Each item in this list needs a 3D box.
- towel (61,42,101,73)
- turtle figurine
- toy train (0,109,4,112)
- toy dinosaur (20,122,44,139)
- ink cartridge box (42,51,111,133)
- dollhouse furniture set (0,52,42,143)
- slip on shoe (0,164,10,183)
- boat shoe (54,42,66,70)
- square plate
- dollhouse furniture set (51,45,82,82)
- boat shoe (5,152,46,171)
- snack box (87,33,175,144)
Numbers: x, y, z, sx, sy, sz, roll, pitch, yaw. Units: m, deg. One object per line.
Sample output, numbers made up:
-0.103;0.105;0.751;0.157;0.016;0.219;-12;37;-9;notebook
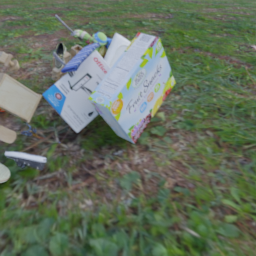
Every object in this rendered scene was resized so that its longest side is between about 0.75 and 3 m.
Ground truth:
-1.485;-2.173;8.735;0.927;0.153;1.280;5;51;50;towel
-2.089;-2.807;11.078;2.782;2.697;2.002;-17;64;-30;turtle figurine
-5.523;-1.049;11.455;2.187;0.608;1.643;-17;35;-29;toy train
-3.384;0.213;9.539;0.454;0.864;0.784;-45;11;-28;toy dinosaur
-1.482;-1.236;9.640;2.343;1.710;0.988;-43;13;-9;ink cartridge box
-4.383;-0.992;8.802;2.950;1.441;2.516;14;75;33;dollhouse furniture set
-4.458;1.412;7.456;2.424;0.742;0.898;-6;42;-34;slip on shoe
-2.731;-2.868;11.141;0.397;0.332;1.112;3;71;5;boat shoe
-0.007;-2.210;10.812;2.093;2.074;0.298;23;2;-28;square plate
-2.218;-2.347;13.384;2.759;1.347;2.353;36;52;12;dollhouse furniture set
-2.919;0.947;7.891;1.289;0.427;0.451;9;-5;11;boat shoe
0.258;-1.203;8.992;0.921;2.294;2.720;24;72;33;snack box
